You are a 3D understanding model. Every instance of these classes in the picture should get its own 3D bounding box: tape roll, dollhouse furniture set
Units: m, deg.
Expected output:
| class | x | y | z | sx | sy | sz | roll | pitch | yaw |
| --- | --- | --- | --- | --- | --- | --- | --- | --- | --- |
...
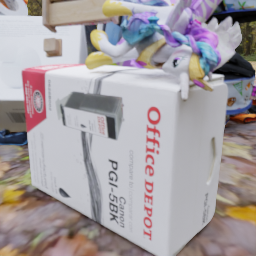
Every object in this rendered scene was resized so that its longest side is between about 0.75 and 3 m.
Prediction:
| class | x | y | z | sx | sy | sz | roll | pitch | yaw |
| --- | --- | --- | --- | --- | --- | --- | --- | --- | --- |
| tape roll | -3.640 | -3.606 | 8.329 | 0.404 | 1.223 | 1.223 | -31 | -3 | 34 |
| dollhouse furniture set | -0.399 | -2.482 | 5.377 | 2.082 | 2.442 | 1.192 | 0 | -4 | 13 |

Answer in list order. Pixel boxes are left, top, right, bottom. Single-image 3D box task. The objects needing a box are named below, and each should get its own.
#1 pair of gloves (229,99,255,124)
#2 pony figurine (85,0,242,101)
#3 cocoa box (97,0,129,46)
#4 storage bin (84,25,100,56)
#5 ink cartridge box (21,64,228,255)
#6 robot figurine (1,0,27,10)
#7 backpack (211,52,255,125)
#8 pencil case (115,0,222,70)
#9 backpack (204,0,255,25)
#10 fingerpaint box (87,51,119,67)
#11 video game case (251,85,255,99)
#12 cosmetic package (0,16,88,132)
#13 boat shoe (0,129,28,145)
| class | x | y | z | sx | sy | sz | roll | pitch | yaw |
| --- | --- | --- | --- | --- | --- | --- | --- | --- | --- |
| pair of gloves | 4.173 | -0.660 | 10.014 | 2.541 | 0.314 | 2.264 | -11 | 21 | -24 |
| pony figurine | 0.489 | -1.100 | 3.105 | 1.742 | 1.451 | 1.682 | 25 | 67 | 37 |
| cocoa box | -0.235 | -3.019 | 8.208 | 0.957 | 1.435 | 0.942 | -30 | 64 | -33 |
| storage bin | -1.353 | -3.177 | 9.984 | 0.598 | 1.276 | 0.863 | -22 | 34 | 16 |
| ink cartridge box | -0.230 | 0.192 | 4.027 | 2.781 | 2.041 | 1.153 | 14 | 21 | 38 |
| robot figurine | -3.748 | -4.131 | 9.108 | 0.729 | 1.014 | 0.591 | 32 | 41 | -21 |
| backpack | 2.374 | -1.194 | 8.504 | 2.697 | 2.181 | 2.831 | 2 | 30 | 25 |
| pencil case | 0.786 | -2.012 | 5.409 | 1.110 | 2.645 | 1.131 | 38 | -5 | -7 |
| backpack | 2.866 | -3.365 | 6.355 | 2.316 | 1.860 | 2.531 | -20 | 26 | -29 |
| fingerpaint box | -0.744 | -2.202 | 11.702 | 2.734 | 2.281 | 1.003 | 1 | 17 | 2 |
| video game case | 5.285 | -1.255 | 10.648 | 2.404 | 0.475 | 2.652 | 12 | 12 | -7 |
| cosmetic package | -2.633 | -1.472 | 7.726 | 2.809 | 2.818 | 1.732 | 1 | -27 | -3 |
| boat shoe | -3.012 | 0.196 | 6.986 | 1.073 | 0.368 | 0.451 | 0 | 17 | -2 |
